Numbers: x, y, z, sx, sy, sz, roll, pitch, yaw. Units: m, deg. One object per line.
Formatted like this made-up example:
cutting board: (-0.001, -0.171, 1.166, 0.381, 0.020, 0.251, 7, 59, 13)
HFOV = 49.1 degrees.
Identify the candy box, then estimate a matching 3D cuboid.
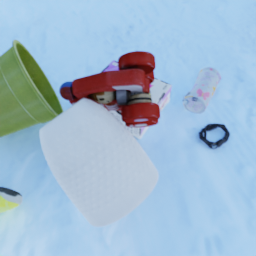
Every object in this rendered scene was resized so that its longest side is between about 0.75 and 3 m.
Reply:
candy box: (-0.067, -1.061, 9.712, 2.471, 0.884, 2.072, 27, 57, 19)

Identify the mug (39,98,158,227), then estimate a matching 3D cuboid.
mug: (-0.998, 0.715, 7.197, 2.162, 2.928, 2.567, -40, 102, -22)

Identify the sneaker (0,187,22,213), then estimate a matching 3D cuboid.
sneaker: (-4.093, 2.234, 7.195, 2.858, 1.078, 1.092, -13, 60, 3)

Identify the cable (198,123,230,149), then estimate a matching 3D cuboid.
cable: (2.820, 0.221, 9.166, 1.050, 0.267, 0.857, -38, 56, -23)

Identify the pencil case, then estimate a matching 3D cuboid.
pencil case: (2.644, -1.354, 10.012, 0.864, 0.792, 1.904, 17, 54, 27)

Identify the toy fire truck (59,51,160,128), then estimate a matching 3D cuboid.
toy fire truck: (-0.448, -0.852, 7.475, 2.437, 2.902, 1.627, -5, 84, 4)

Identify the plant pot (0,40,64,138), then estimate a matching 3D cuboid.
plant pot: (-3.641, -0.797, 8.288, 2.510, 2.644, 2.644, -29, 56, 0)
